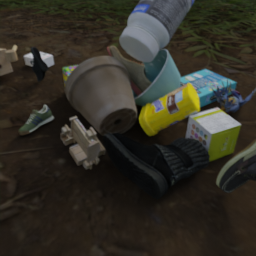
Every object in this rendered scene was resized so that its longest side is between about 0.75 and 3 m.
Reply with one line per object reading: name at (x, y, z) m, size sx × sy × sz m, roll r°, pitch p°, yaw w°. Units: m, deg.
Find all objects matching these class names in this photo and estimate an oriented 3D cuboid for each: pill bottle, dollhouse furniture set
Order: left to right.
dollhouse furniture set at (-1.135, 0.102, 7.836) m, size 0.931 × 1.907 × 1.627 m, roll -23°, pitch 59°, yaw -29°
pill bottle at (1.018, -3.940, 10.070) m, size 1.675 × 1.675 × 2.945 m, roll 24°, pitch 76°, yaw 30°

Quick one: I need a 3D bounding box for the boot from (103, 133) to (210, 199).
boot at (0.723, 0.682, 7.908) m, size 1.971 × 0.992 × 2.636 m, roll -30°, pitch 51°, yaw -30°

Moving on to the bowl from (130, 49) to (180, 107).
bowl at (1.051, -1.628, 10.484) m, size 1.228 × 2.348 × 2.348 m, roll 36°, pitch 28°, yaw -22°

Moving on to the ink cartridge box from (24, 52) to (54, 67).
ink cartridge box at (-4.519, -3.440, 14.226) m, size 1.199 × 0.504 × 0.872 m, roll 19°, pitch 39°, yaw 25°

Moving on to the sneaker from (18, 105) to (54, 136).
sneaker at (-3.218, -0.319, 9.600) m, size 0.456 × 0.610 × 1.360 m, roll 11°, pitch 35°, yaw 41°

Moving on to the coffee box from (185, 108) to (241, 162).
coffee box at (2.534, 0.208, 8.502) m, size 1.095 × 1.094 × 1.083 m, roll -15°, pitch 38°, yaw -21°

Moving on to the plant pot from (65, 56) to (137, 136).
plant pot at (-0.700, -0.874, 9.384) m, size 2.318 × 2.318 × 2.011 m, roll -16°, pitch 54°, yaw -21°

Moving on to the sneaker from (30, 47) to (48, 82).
sneaker at (-4.062, -2.808, 12.414) m, size 0.727 × 1.393 × 0.418 m, roll -21°, pitch 19°, yaw 27°

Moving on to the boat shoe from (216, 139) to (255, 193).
boat shoe at (2.936, 0.869, 6.438) m, size 0.789 × 2.208 × 0.726 m, roll 16°, pitch 35°, yaw -32°

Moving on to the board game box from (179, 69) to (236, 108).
board game box at (3.079, -1.691, 11.706) m, size 2.248 × 0.527 × 1.697 m, roll -22°, pitch 41°, yaw -29°

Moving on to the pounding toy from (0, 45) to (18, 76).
pounding toy at (-5.857, -2.842, 12.547) m, size 2.678 × 1.225 × 2.352 m, roll 10°, pitch 31°, yaw 32°

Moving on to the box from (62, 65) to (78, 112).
box at (-1.468, -1.736, 11.245) m, size 1.853 × 1.130 × 1.785 m, roll -14°, pitch 38°, yaw -20°

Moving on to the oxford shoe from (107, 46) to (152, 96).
oxford shoe at (0.162, -2.237, 10.642) m, size 0.917 × 2.453 × 0.864 m, roll -38°, pitch 3°, yaw 14°

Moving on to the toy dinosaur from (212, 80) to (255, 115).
toy dinosaur at (3.697, -0.952, 10.397) m, size 1.222 × 2.327 × 2.112 m, roll 41°, pitch 12°, yaw 29°

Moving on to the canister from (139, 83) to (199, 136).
canister at (1.356, -0.614, 9.132) m, size 1.813 × 0.785 × 1.347 m, roll -28°, pitch 21°, yaw 25°
